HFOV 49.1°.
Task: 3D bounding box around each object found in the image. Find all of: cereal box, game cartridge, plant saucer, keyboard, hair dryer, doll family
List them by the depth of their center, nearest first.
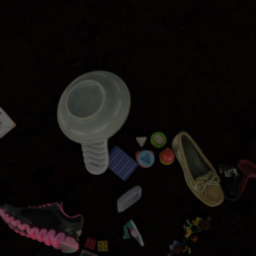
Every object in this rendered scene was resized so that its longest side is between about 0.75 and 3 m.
[{"bbox_3d":[1.967,3.545,9.123,0.714,1.052,1.819,33,79,7],"label":"doll family"},{"bbox_3d":[-2.850,4.709,9.280,1.789,0.229,1.074,-39,73,-8],"label":"keyboard"},{"bbox_3d":[0.038,2.395,9.478,0.976,0.650,0.200,-29,54,-29],"label":"game cartridge"},{"bbox_3d":[4.092,1.786,9.879,1.716,0.466,1.307,-13,76,10],"label":"hair dryer"},{"bbox_3d":[-1.371,-0.881,9.944,2.864,0.719,2.864,-6,69,15],"label":"plant saucer"},{"bbox_3d":[-5.020,-0.027,10.391,1.352,0.267,0.973,-43,80,-9],"label":"cereal box"}]

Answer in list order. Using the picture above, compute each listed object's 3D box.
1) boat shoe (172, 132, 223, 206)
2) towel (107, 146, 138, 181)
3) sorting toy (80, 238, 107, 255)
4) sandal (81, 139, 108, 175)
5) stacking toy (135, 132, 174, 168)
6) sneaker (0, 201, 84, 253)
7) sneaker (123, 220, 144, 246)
[{"bbox_3d":[2.435,1.424,9.729,1.008,0.869,2.763,-24,77,-6],"label":"boat shoe"},{"bbox_3d":[-0.300,1.280,10.172,1.117,0.133,0.808,40,77,7],"label":"towel"},{"bbox_3d":[-1.270,4.589,9.253,0.890,0.312,1.845,21,77,5],"label":"sorting toy"},{"bbox_3d":[-1.147,0.176,10.170,1.201,0.725,2.951,3,89,16],"label":"sandal"},{"bbox_3d":[0.926,0.766,10.042,1.375,0.581,1.244,-12,77,-3],"label":"stacking toy"},{"bbox_3d":[-2.821,3.032,9.394,2.911,1.150,1.388,20,56,4],"label":"sneaker"},{"bbox_3d":[0.116,3.643,9.437,0.547,0.379,0.906,-27,70,-11],"label":"sneaker"}]
